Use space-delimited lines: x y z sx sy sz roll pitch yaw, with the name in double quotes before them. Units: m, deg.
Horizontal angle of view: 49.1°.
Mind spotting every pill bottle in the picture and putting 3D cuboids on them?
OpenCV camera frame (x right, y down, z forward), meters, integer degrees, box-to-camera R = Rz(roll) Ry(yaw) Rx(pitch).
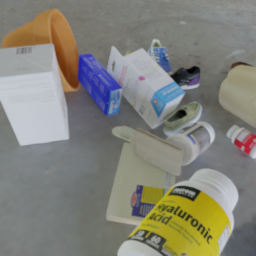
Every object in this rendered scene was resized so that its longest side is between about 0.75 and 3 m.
"pill bottle" 3.642 0.398 8.701 0.606 0.606 1.079 -27 51 -25
"pill bottle" 1.857 0.394 8.236 0.939 0.939 1.650 31 33 28
"pill bottle" 1.220 2.134 5.904 1.584 1.584 2.846 29 44 26

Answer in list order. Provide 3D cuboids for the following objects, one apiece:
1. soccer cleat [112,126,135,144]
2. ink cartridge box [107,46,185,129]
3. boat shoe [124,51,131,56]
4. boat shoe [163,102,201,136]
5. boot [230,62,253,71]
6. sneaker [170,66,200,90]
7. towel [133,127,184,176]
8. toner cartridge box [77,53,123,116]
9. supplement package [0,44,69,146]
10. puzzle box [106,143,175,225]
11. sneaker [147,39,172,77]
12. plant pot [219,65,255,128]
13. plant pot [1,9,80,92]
"soccer cleat" 0.103 0.279 8.934 1.335 0.463 0.518 12 48 6
"ink cartridge box" 0.472 -1.494 9.414 0.913 1.549 2.691 -31 71 -28
"boat shoe" 0.133 -2.189 11.231 0.785 0.875 2.364 7 52 -1
"boat shoe" 1.921 -0.413 9.530 0.691 0.595 1.918 31 52 28
"boot" 4.942 -1.903 11.081 1.920 0.662 2.060 18 43 15
"sneaker" 1.844 -1.903 10.818 2.071 0.907 0.784 -19 48 -18
"towel" 0.787 0.651 7.680 1.527 1.012 0.263 25 50 26
"toner cartridge box" -1.091 -1.622 10.234 0.516 1.136 2.391 -19 52 -29
"supplement package" -2.839 -0.959 8.617 1.598 2.636 1.579 -8 45 -7
"puzzle box" 0.454 1.504 7.783 1.661 0.317 2.497 8 45 7
"sneaker" 1.294 -2.923 11.885 0.842 0.857 2.225 -8 47 -13
"plant pot" 4.321 -0.984 9.142 2.407 2.407 2.203 -28 39 -25
"plant pot" -3.192 -2.643 10.390 2.052 2.932 2.932 -10 44 9
